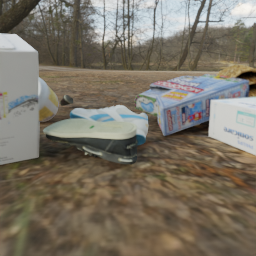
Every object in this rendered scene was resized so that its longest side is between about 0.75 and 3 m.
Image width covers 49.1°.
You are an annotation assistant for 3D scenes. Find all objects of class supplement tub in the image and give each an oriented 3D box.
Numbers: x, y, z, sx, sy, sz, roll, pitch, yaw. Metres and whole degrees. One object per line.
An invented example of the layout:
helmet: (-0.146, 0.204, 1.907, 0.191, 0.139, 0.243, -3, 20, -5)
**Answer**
supplement tub: (-2.870, -0.897, 8.512, 1.166, 1.166, 1.604, 0, -12, 2)

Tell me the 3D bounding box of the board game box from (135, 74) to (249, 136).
board game box: (1.524, -0.841, 8.234, 2.731, 0.843, 2.733, -25, 31, -31)

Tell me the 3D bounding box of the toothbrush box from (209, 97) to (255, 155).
toothbrush box: (3.461, -0.156, 6.807, 2.383, 1.016, 1.745, -6, 15, -18)

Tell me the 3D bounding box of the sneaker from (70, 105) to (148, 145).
sneaker: (-0.441, -0.156, 6.631, 1.854, 0.709, 0.749, 14, 58, 2)

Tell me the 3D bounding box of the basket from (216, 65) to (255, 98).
basket: (4.004, -1.349, 9.579, 1.865, 1.331, 1.389, -14, 35, -24)

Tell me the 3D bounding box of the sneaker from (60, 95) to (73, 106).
sneaker: (-2.557, -1.061, 11.296, 0.497, 0.350, 0.935, -18, -4, 3)

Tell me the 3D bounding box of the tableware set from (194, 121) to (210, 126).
tableware set: (2.500, -0.279, 8.914, 1.529, 0.212, 1.831, 4, 15, 12)

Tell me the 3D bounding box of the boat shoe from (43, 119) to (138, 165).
boat shoe: (-0.838, 0.265, 5.707, 2.266, 0.766, 0.814, 6, 27, 30)

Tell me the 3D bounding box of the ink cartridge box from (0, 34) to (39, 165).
ink cartridge box: (-2.767, -0.602, 5.446, 1.613, 2.230, 1.642, -9, 30, -33)
